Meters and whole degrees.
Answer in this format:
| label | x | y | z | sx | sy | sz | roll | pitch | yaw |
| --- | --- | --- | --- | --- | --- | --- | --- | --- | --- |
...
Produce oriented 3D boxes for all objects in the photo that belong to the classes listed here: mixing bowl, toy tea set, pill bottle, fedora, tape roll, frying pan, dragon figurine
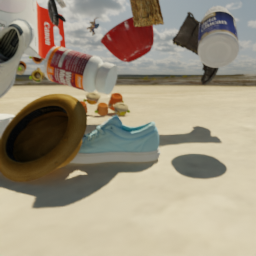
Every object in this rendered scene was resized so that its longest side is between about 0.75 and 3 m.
| label | x | y | z | sx | sy | sz | roll | pitch | yaw |
| --- | --- | --- | --- | --- | --- | --- | --- | --- | --- |
| mixing bowl | 0.172 | -3.673 | 12.057 | 2.428 | 1.315 | 2.428 | -26 | 2 | 1 |
| toy tea set | -1.320 | -0.958 | 13.755 | 2.710 | 1.003 | 1.611 | 1 | 40 | -10 |
| pill bottle | -1.231 | -1.487 | 7.389 | 1.744 | 0.955 | 0.955 | 18 | 15 | 13 |
| toy tea set | -2.714 | -1.975 | 8.742 | 1.591 | 0.946 | 0.589 | -31 | 10 | -16 |
| fedora | -1.649 | 0.276 | 5.767 | 2.093 | 2.093 | 0.853 | 6 | -28 | 28 |
| tape roll | -4.296 | 0.070 | 8.058 | 2.054 | 0.719 | 2.054 | 1 | 11 | 0 |
| frying pan | -1.864 | -2.837 | 7.229 | 0.196 | 1.203 | 0.728 | -15 | -28 | -20 |
| dragon figurine | -1.520 | -4.596 | 12.537 | 0.325 | 1.104 | 0.549 | 41 | 42 | 3 |
| pill bottle | 2.624 | -2.764 | 8.250 | 1.092 | 1.092 | 1.966 | 2 | 47 | 13 |

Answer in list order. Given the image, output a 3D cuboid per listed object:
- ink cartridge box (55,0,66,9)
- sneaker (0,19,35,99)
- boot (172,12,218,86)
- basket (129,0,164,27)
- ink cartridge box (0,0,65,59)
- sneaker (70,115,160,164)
| label | x | y | z | sx | sy | sz | roll | pitch | yaw |
| --- | --- | --- | --- | --- | --- | --- | --- | --- | --- |
| ink cartridge box | -1.902 | -3.596 | 7.075 | 0.180 | 0.830 | 0.822 | -22 | -9 | 7 |
| sneaker | -2.753 | -1.395 | 5.970 | 0.755 | 2.068 | 0.732 | 32 | 21 | -6 |
| boot | 2.722 | -3.058 | 11.027 | 2.114 | 2.429 | 0.841 | 24 | 37 | 7 |
| basket | 0.580 | -3.401 | 7.382 | 0.907 | 1.218 | 0.869 | -10 | -1 | -15 |
| ink cartridge box | -2.708 | -2.925 | 7.689 | 2.355 | 1.914 | 0.672 | 5 | -23 | -36 |
| sneaker | -0.537 | 0.211 | 6.483 | 2.547 | 1.044 | 0.941 | -1 | 10 | -6 |
